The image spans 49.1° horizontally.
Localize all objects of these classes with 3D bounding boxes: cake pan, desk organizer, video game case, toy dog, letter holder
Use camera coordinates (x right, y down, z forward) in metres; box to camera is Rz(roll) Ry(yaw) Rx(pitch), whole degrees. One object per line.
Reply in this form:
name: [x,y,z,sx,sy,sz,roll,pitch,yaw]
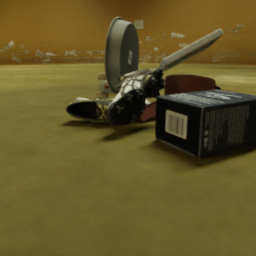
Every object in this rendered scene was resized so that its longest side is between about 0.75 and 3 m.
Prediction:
cake pan: [-0.151,-2.600,10.299,0.504,2.749,2.749,7,17,17]
desk organizer: [0.707,-0.560,9.805,1.161,0.447,0.416,-27,-2,-33]
video game case: [2.404,-3.018,11.340,2.448,0.290,2.228,-27,1,4]
toy dog: [-0.292,-1.847,12.291,2.451,1.616,1.180,-21,16,-9]
letter holder: [2.497,-1.269,10.533,2.128,1.512,1.070,15,21,43]

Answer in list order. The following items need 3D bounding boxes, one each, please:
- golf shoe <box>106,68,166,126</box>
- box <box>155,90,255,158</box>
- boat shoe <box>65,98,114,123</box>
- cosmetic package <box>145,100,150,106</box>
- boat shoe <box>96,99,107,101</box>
golf shoe: [0.032,-1.012,8.774,1.277,1.051,2.703,17,43,34]
box: [2.138,-0.235,7.360,2.354,1.228,1.742,-9,18,-29]
boat shoe: [-0.942,-0.543,9.197,2.275,0.813,0.680,6,17,17]
cosmetic package: [0.586,-0.979,11.310,0.398,0.290,0.782,2,21,-11]
boat shoe: [-0.916,-0.956,11.273,0.313,0.383,1.036,15,1,32]
